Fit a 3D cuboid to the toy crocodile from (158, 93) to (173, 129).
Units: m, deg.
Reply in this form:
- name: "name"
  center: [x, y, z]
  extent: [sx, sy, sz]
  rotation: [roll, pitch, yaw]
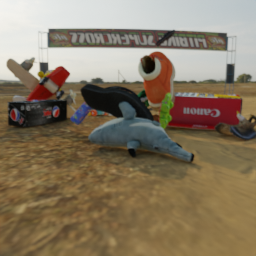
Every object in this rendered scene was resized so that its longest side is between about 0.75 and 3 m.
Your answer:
- name: "toy crocodile"
  center: [1.091, -0.463, 8.442]
  extent: [0.384, 1.244, 0.420]
  rotation: [18, 35, 21]

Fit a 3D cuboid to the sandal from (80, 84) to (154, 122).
- name: "sandal"
  center: [-0.278, -0.748, 7.275]
  extent: [2.587, 0.973, 0.619]
  rotation: [24, 54, 41]

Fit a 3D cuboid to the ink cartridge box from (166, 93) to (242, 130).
- name: "ink cartridge box"
  center: [2.646, -0.646, 10.019]
  extent: [2.572, 1.079, 2.258]
  rotation: [4, 12, 16]

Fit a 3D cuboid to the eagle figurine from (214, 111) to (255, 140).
- name: "eagle figurine"
  center: [3.199, -0.016, 7.896]
  extent: [1.223, 0.923, 0.928]
  rotation: [-31, -29, -11]

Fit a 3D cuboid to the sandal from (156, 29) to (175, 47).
- name: "sandal"
  center: [1.358, -3.334, 10.194]
  extent: [0.971, 0.208, 0.369]
  rotation: [-38, -9, -20]

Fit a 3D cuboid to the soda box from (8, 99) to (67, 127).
- name: "soda box"
  center: [-3.395, -0.618, 10.805]
  extent: [0.812, 0.907, 2.564]
  rotation: [6, 9, 21]

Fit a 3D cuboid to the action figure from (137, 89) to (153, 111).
- name: "action figure"
  center: [0.729, -1.048, 11.002]
  extent: [2.289, 1.352, 0.626]
  rotation: [-42, 53, -13]

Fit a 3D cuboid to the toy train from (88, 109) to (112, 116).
- name: "toy train"
  center: [-1.316, -1.084, 14.707]
  extent: [1.917, 0.710, 2.552]
  rotation: [-1, 8, -6]

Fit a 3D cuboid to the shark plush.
- name: "shark plush"
  center: [0.282, 0.389, 6.032]
  extent: [2.397, 1.089, 0.999]
  rotation: [29, 44, 30]

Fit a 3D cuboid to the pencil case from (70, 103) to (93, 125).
- name: "pencil case"
  center: [-1.386, -0.460, 8.591]
  extent: [0.341, 0.874, 0.380]
  rotation: [24, 27, -51]

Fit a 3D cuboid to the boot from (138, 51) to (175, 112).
- name: "boot"
  center: [0.916, -2.034, 9.401]
  extent: [1.074, 1.535, 2.863]
  rotation: [-18, 41, 17]

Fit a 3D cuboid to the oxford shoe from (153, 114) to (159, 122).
- name: "oxford shoe"
  center: [1.014, -0.383, 11.202]
  extent: [0.951, 0.339, 0.339]
  rotation: [-3, 6, 16]

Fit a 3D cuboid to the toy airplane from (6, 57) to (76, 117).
- name: "toy airplane"
  center: [-3.648, -1.724, 12.230]
  extent: [2.772, 2.784, 1.965]
  rotation: [8, 48, 7]
